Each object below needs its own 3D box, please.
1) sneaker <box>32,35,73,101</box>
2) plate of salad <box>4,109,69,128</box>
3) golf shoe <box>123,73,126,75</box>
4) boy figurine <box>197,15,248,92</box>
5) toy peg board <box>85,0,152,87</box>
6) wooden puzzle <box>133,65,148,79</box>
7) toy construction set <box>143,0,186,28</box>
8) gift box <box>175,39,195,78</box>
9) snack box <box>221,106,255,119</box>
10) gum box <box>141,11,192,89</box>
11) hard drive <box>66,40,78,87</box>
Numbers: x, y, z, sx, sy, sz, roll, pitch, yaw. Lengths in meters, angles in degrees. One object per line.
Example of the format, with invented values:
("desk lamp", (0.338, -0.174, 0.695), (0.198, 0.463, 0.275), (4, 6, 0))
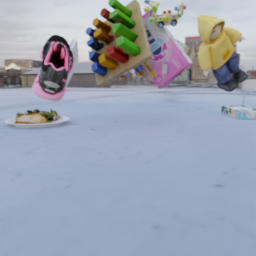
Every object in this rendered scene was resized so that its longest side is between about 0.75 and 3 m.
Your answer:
("sneaker", (-2.105, -2.128, 8.410), (1.112, 1.342, 2.814), (10, 46, -19))
("plate of salad", (-3.766, -0.456, 11.669), (2.596, 0.624, 2.596), (-1, 10, 0))
("golf shoe", (0.319, -3.361, 13.928), (1.075, 2.276, 0.885), (34, 48, 1))
("boy figurine", (2.916, -2.427, 8.679), (1.684, 2.708, 0.872), (-39, 41, 1))
("toy peg board", (-0.670, -3.120, 9.854), (2.387, 2.397, 1.172), (-23, -22, 32))
("wooden puzzle", (0.348, -2.787, 12.577), (1.394, 0.323, 1.291), (36, -14, 0))
("toy construction set", (1.288, -3.990, 9.671), (1.503, 0.986, 0.692), (8, 40, 23))
("gift box", (2.256, -3.308, 13.507), (1.477, 1.494, 1.600), (41, 15, 35))
("snack box", (5.812, -0.814, 14.128), (1.391, 0.444, 2.394), (-1, 10, -3))
("gum box", (1.165, -3.004, 10.989), (1.530, 2.697, 0.892), (-36, -1, 24))
("hard drive", (-2.783, -2.732, 12.777), (0.276, 2.175, 1.435), (16, -30, 2))
